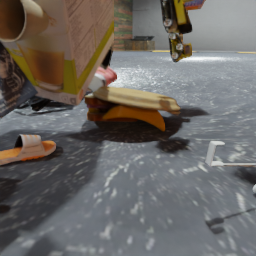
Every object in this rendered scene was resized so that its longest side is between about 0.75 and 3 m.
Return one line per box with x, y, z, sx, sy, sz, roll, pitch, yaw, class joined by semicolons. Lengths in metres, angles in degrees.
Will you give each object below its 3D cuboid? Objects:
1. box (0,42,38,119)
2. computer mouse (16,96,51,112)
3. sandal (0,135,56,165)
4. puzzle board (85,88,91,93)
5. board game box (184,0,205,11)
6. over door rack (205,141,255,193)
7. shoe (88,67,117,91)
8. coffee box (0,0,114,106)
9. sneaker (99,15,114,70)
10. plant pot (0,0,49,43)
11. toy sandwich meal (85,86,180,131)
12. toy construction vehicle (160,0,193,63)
-1.941;-0.544;3.708;0.544;0.951;1.044;-23;19;36;box
-3.540;-1.073;10.460;2.617;0.602;1.838;10;37;38;computer mouse
-2.340;0.416;6.021;1.641;0.470;0.629;-13;23;-35;sandal
-2.864;-1.829;11.630;2.139;0.247;2.838;11;3;4;puzzle board
2.307;-5.234;10.618;1.034;1.035;1.034;-15;65;-20;board game box
2.213;0.930;3.882;2.065;0.688;1.525;15;12;-24;over door rack
-2.023;-2.597;13.856;2.951;1.054;1.342;17;35;27;shoe
-2.020;-2.663;6.429;2.759;2.732;2.763;14;52;9;coffee box
-0.683;-2.760;8.659;0.766;2.051;0.841;-14;45;-18;sneaker
-1.619;-1.710;4.370;0.733;0.733;0.782;7;18;21;plant pot
0.098;-0.574;8.392;2.911;0.997;2.911;9;12;-2;toy sandwich meal
1.562;-3.506;8.337;0.950;2.697;2.348;-6;2;14;toy construction vehicle
